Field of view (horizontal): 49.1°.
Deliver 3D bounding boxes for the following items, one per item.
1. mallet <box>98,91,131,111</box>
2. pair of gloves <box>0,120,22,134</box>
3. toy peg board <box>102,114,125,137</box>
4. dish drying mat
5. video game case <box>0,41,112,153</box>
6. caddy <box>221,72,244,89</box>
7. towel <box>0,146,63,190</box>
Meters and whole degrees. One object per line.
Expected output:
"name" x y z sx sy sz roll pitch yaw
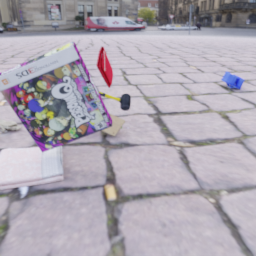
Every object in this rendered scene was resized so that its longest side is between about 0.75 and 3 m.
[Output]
"mallet" -0.644 -0.904 8.455 1.593 0.328 0.525 11 53 -23
"pair of gloves" -4.883 0.074 10.394 1.255 0.259 1.476 8 22 26
"toy peg board" -0.617 -0.029 10.322 0.781 0.382 0.778 23 58 20
"dish drying mat" -0.877 -2.363 11.273 0.203 0.856 2.228 6 -11 9
"video game case" -1.945 -0.721 7.658 2.292 2.528 0.453 -20 30 6
"caddy" 6.005 -2.670 16.176 1.040 0.772 1.471 21 20 -11
"towel" -2.824 1.036 8.080 1.858 0.314 1.945 -6 23 -14
